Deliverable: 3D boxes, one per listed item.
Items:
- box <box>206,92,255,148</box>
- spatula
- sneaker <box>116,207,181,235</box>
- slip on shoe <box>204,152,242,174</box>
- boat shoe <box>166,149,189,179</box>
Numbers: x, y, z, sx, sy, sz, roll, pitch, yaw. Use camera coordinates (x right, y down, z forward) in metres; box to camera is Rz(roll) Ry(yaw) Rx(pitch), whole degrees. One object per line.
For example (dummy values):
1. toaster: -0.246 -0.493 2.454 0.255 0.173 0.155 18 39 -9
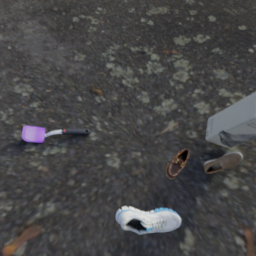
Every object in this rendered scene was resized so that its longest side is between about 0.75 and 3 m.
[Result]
1. box: 3.468 -0.146 8.521 1.033 2.514 0.859 18 70 -9
2. spatula: -2.504 0.194 9.868 2.355 0.242 0.666 -3 54 -3
3. sneaker: 0.527 2.291 6.630 1.603 0.601 0.695 4 8 -9
4. slip on shoe: 2.906 1.096 8.595 1.208 0.459 0.366 -21 16 26
5. boat shoe: 1.405 0.979 7.890 0.380 0.380 1.081 39 46 0
